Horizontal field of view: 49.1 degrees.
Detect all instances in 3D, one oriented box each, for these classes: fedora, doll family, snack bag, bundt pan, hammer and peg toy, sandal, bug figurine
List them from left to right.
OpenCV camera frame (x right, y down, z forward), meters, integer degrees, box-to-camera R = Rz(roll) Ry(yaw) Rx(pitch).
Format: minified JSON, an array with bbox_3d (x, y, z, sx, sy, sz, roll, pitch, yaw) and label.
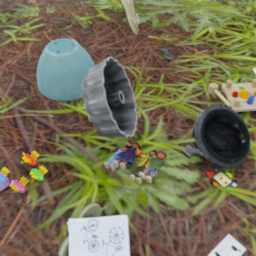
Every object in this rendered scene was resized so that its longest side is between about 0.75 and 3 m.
[{"bbox_3d":[-3.726,1.573,9.701,1.380,0.458,1.779,37,42,20],"label":"bug figurine"},{"bbox_3d":[-1.282,3.077,8.132,0.526,0.732,1.843,2,48,41],"label":"sandal"},{"bbox_3d":[-0.813,3.329,7.764,1.740,0.186,1.641,-1,71,-9],"label":"snack bag"},{"bbox_3d":[-0.614,-0.835,8.769,0.960,2.557,2.557,-13,42,20],"label":"bundt pan"},{"bbox_3d":[0.301,1.081,9.973,2.506,0.983,1.449,23,55,25],"label":"doll family"},{"bbox_3d":[3.217,0.377,10.209,2.410,1.100,2.410,4,80,-21],"label":"fedora"},{"bbox_3d":[4.828,-1.321,12.371,2.422,0.854,1.782,-4,48,-3],"label":"hammer and peg toy"}]

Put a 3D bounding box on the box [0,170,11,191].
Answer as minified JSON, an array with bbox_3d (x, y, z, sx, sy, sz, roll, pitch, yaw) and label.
[{"bbox_3d":[-5.100,2.000,9.467,1.212,0.346,1.771,34,55,29],"label":"box"}]

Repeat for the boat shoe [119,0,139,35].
[{"bbox_3d":[0.147,-4.912,11.787,0.628,1.997,0.728,-22,37,5],"label":"boat shoe"}]

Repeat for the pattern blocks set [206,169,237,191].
[{"bbox_3d":[3.299,1.817,9.842,0.811,0.075,0.922,-19,49,-17],"label":"pattern blocks set"}]

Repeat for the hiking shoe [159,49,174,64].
[{"bbox_3d":[1.718,-3.307,12.921,0.802,0.304,0.404,37,72,-1],"label":"hiking shoe"}]

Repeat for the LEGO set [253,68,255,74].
[{"bbox_3d":[7.482,-2.493,13.934,2.118,0.520,1.582,-6,46,9],"label":"LEGO set"}]

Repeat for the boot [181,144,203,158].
[{"bbox_3d":[2.443,0.966,10.589,0.787,0.275,0.518,29,58,35],"label":"boot"}]

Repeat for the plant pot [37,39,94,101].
[{"bbox_3d":[-2.945,-2.959,13.171,2.945,1.983,2.945,0,46,0],"label":"plant pot"}]

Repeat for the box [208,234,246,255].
[{"bbox_3d":[2.748,3.611,7.929,1.046,0.314,0.610,-32,54,-28],"label":"box"}]
